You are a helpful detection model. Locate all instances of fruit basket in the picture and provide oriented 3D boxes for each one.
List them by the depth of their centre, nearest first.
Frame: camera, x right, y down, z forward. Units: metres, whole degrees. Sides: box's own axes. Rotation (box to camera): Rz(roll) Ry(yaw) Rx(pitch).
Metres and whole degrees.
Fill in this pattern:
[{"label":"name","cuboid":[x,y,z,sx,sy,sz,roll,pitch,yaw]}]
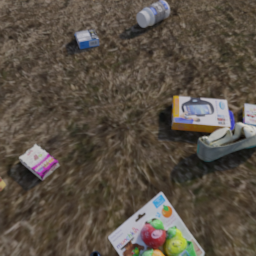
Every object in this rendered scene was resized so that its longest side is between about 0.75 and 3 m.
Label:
[{"label":"fruit basket","cuboid":[0.705,2.657,6.288,1.657,0.839,1.789,-33,94,-23]}]

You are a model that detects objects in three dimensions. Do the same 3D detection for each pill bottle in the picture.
[{"label":"pill bottle","cuboid":[1.165,-5.344,13.196,1.486,0.846,0.846,-36,59,-24]}]

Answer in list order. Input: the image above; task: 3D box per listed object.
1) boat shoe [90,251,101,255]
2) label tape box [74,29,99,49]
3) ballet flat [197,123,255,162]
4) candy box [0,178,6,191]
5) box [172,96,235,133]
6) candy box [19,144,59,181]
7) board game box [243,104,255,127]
[{"label":"boat shoe","cuboid":[-0.875,3.447,6.271,0.556,0.454,1.322,-2,51,-1]},{"label":"label tape box","cuboid":[-1.866,-4.051,12.432,0.863,0.398,1.205,-15,54,-12]},{"label":"ballet flat","cuboid":[3.243,0.287,8.534,2.529,0.805,0.852,-19,29,-14]},{"label":"candy box","cuboid":[-4.509,1.532,7.803,1.808,0.510,1.055,22,55,19]},{"label":"box","cuboid":[2.544,-0.446,9.477,2.096,0.435,1.248,3,51,5]},{"label":"candy box","cuboid":[-2.651,1.014,8.352,0.997,0.304,0.680,33,58,24]},{"label":"board game box","cuboid":[4.312,-0.387,9.570,0.720,0.190,0.942,11,52,9]}]
